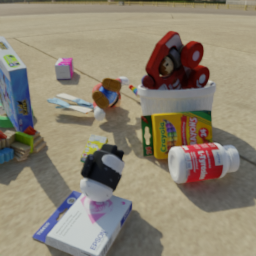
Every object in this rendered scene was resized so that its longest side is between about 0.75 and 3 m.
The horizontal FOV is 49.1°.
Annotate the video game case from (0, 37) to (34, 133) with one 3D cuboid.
[{"bbox_3d":[-4.239,-1.479,10.145,0.630,2.773,2.513,-18,47,-29],"label":"video game case"}]

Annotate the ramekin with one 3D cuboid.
[{"bbox_3d":[1.834,-0.926,10.755,2.898,1.521,2.898,-3,17,1],"label":"ramekin"}]

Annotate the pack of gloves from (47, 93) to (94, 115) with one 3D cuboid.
[{"bbox_3d":[-2.453,-0.965,12.457,2.041,0.403,1.715,18,19,13],"label":"pack of gloves"}]

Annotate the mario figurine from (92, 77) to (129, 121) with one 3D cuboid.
[{"bbox_3d":[-0.656,-1.271,11.692,1.840,1.580,2.982,-18,5,-1],"label":"mario figurine"}]

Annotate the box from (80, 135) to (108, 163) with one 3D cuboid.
[{"bbox_3d":[-1.098,0.741,9.092,0.622,0.256,1.060,11,54,14],"label":"box"}]

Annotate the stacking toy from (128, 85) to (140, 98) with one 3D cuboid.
[{"bbox_3d":[0.332,-1.788,13.316,0.367,0.367,0.859,-19,48,-31],"label":"stacking toy"}]

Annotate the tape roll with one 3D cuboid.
[{"bbox_3d":[-4.837,-0.600,11.685,1.668,0.401,1.668,2,31,-1],"label":"tape roll"}]

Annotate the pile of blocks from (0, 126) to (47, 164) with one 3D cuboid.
[{"bbox_3d":[-3.848,0.511,8.962,1.082,0.819,2.637,31,35,33],"label":"pile of blocks"}]

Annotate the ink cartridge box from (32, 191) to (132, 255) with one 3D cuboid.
[{"bbox_3d":[-1.055,2.167,6.717,1.804,0.391,1.771,13,31,19],"label":"ink cartridge box"}]

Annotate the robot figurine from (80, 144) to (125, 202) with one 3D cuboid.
[{"bbox_3d":[-0.631,1.110,6.978,1.069,0.887,1.422,25,71,-6],"label":"robot figurine"}]

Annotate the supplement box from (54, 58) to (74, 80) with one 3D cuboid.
[{"bbox_3d":[-3.789,-3.552,16.747,0.858,0.877,1.696,-3,27,-3],"label":"supplement box"}]

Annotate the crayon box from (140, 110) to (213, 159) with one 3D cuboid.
[{"bbox_3d":[1.584,0.218,9.126,2.259,1.434,0.574,-6,6,-6],"label":"crayon box"}]

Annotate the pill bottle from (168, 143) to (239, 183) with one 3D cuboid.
[{"bbox_3d":[2.194,0.995,8.168,1.854,1.041,1.041,-6,29,-10],"label":"pill bottle"}]

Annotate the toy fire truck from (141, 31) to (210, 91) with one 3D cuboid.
[{"bbox_3d":[1.576,-1.941,10.255,2.310,2.751,1.543,-47,47,-11],"label":"toy fire truck"}]
